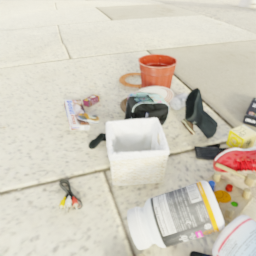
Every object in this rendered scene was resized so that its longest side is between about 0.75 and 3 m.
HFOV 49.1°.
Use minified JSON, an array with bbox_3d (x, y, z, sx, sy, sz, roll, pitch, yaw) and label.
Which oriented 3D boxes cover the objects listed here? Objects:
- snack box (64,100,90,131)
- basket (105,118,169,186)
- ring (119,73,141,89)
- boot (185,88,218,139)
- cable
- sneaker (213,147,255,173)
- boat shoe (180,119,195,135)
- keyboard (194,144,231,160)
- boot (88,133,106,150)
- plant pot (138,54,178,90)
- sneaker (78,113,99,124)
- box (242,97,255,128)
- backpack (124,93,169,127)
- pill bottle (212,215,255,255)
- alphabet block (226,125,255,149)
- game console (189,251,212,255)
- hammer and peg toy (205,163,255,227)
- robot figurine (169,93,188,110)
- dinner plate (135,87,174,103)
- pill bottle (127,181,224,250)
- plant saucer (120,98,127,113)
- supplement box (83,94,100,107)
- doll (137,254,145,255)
[{"bbox_3d":[-2.432,-0.638,13.072,0.853,0.288,2.372,-2,34,-20],"label":"snack box"},{"bbox_3d":[0.236,0.848,9.904,2.004,1.612,1.986,-3,35,-6],"label":"basket"},{"bbox_3d":[0.444,-2.742,16.266,1.959,0.188,1.959,-1,35,0],"label":"ring"},{"bbox_3d":[3.156,-0.600,11.970,0.711,1.564,1.861,-28,35,42],"label":"boot"},{"bbox_3d":[-1.891,2.148,9.119,0.749,0.388,1.542,-2,35,-14],"label":"cable"},{"bbox_3d":[4.142,1.192,9.656,2.172,0.851,1.255,-16,13,-4],"label":"sneaker"},{"bbox_3d":[2.688,-0.115,12.220,0.398,0.398,1.076,-35,40,4],"label":"boat shoe"},{"bbox_3d":[3.426,0.916,11.051,1.577,0.202,0.947,4,35,4],"label":"keyboard"},{"bbox_3d":[-1.103,0.531,11.412,0.348,0.912,0.767,52,20,18],"label":"boot"},{"bbox_3d":[1.469,-2.557,14.438,1.981,1.927,1.981,0,34,0],"label":"plant pot"},{"bbox_3d":[-1.737,-0.360,12.327,0.960,0.423,0.361,15,61,9],"label":"sneaker"},{"bbox_3d":[6.627,-0.472,12.675,2.374,0.583,1.914,20,38,25],"label":"box"},{"bbox_3d":[0.784,-0.694,12.086,1.849,1.641,1.392,-5,40,-17],"label":"backpack"},{"bbox_3d":[3.295,3.320,6.347,1.372,1.372,2.523,-22,41,-28],"label":"pill bottle"},{"bbox_3d":[4.536,0.447,11.210,0.786,0.772,0.768,-18,37,-23],"label":"alphabet block"},{"bbox_3d":[2.201,3.525,6.769,1.451,0.844,1.276,10,37,13],"label":"game console"},{"bbox_3d":[3.111,2.056,8.969,1.532,0.735,2.083,29,43,36],"label":"hammer and peg toy"},{"bbox_3d":[2.530,-1.289,13.715,1.209,0.683,1.026,-26,-2,-33],"label":"robot figurine"},{"bbox_3d":[1.090,-1.440,12.603,1.890,1.890,0.229,-2,69,-3],"label":"dinner plate"},{"bbox_3d":[1.236,2.386,7.512,2.318,1.349,1.349,-21,35,8],"label":"pill bottle"},{"bbox_3d":[0.442,-1.063,13.580,1.677,0.247,1.677,7,40,-5],"label":"plant saucer"},{"bbox_3d":[-1.867,-1.375,14.157,0.424,0.329,0.768,21,40,35],"label":"supplement box"},{"bbox_3d":[-0.061,3.766,6.789,1.201,0.427,1.761,22,41,27],"label":"doll"}]
